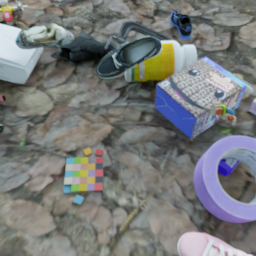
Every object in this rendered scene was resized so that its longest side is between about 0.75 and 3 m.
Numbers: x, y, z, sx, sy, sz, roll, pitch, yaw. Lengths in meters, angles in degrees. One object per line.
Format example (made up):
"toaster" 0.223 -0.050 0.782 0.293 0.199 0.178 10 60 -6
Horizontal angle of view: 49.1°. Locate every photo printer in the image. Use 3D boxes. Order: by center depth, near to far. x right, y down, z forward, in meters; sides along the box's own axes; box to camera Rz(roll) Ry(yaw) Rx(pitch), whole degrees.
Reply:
"photo printer" -4.588 -2.962 10.652 2.327 0.971 2.797 15 39 -10

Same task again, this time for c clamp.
"c clamp" 0.566 -3.415 11.488 2.842 0.385 2.428 17 51 -10

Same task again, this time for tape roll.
"tape roll" 2.907 1.358 7.425 2.158 0.917 2.158 1 66 -3

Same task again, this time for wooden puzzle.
"wooden puzzle" -1.298 1.358 8.249 1.113 0.132 1.877 -2 52 -2

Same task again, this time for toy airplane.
"toy airplane" -5.694 -5.573 13.131 1.489 1.055 1.495 22 54 16

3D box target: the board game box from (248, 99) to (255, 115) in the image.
"board game box" 6.130 -0.753 9.611 2.735 0.596 2.748 -38 61 -26

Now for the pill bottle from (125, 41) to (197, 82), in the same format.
"pill bottle" 1.151 -2.485 10.441 2.570 1.449 1.449 -3 52 -2

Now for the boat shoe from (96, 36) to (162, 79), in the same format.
"boat shoe" -0.085 -2.290 8.990 2.390 0.721 0.904 -26 91 18

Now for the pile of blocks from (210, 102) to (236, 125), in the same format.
"pile of blocks" 2.262 -0.327 6.385 0.899 0.369 0.279 21 14 -33

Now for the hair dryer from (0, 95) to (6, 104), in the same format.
"hair dryer" -5.099 -1.285 9.807 1.964 0.534 1.496 29 85 17

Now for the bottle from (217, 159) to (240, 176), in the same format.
"bottle" 3.132 0.837 8.461 0.566 0.443 1.356 34 59 25

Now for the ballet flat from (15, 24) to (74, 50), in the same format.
"ballet flat" -2.842 -3.291 9.961 2.262 0.814 0.814 -23 54 -36

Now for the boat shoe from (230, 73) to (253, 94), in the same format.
"boat shoe" 4.007 -1.722 10.435 1.450 0.518 0.433 31 63 26

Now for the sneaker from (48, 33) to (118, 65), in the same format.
"sneaker" -1.724 -3.014 11.283 2.918 0.876 1.522 30 58 27

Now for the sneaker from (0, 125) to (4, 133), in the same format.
"sneaker" -4.473 0.183 9.099 0.342 0.319 0.862 19 47 26

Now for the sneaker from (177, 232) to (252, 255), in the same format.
"sneaker" 2.388 3.030 6.158 2.643 1.382 0.995 28 59 21

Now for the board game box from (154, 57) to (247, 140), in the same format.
"board game box" 2.391 -1.066 9.514 2.343 1.135 1.868 -32 58 -22

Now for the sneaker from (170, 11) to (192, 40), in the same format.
"sneaker" 2.452 -4.911 12.783 0.697 0.774 1.988 -11 53 -8
